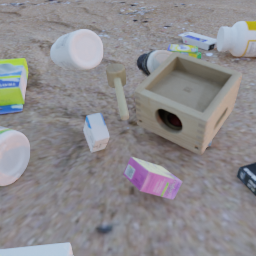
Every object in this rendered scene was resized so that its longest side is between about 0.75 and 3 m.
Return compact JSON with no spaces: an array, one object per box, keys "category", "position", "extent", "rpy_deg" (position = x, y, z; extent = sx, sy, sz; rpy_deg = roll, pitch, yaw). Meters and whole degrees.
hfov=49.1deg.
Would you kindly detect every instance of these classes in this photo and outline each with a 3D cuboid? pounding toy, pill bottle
[{"category":"pounding toy","position":[0.725,-0.581,6.660],"extent":[2.831,1.295,2.488],"rpy_deg":[27,57,27]},{"category":"pill bottle","position":[5.248,-3.740,11.809],"extent":[2.733,1.425,1.425],"rpy_deg":[1,34,0]},{"category":"pill bottle","position":[-1.337,-1.875,6.908],"extent":[0.884,0.884,1.546],"rpy_deg":[-22,20,-29]},{"category":"pill bottle","position":[-3.241,0.412,5.919],"extent":[2.034,1.130,1.130],"rpy_deg":[13,36,19]}]

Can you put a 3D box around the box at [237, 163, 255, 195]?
[{"category":"box","position":[2.985,1.153,5.623],"extent":[0.976,0.265,1.219],"rpy_deg":[-11,36,-16]}]

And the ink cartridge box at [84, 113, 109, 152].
[{"category":"ink cartridge box","position":[-0.744,0.124,6.453],"extent":[0.361,0.858,0.626],"rpy_deg":[-16,74,-18]}]

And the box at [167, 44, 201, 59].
[{"category":"box","position":[2.458,-3.307,12.162],"extent":[1.455,0.352,0.853],"rpy_deg":[8,35,10]}]

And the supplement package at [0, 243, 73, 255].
[{"category":"supplement package","position":[-1.494,2.278,3.372],"extent":[1.632,0.905,1.271],"rpy_deg":[-5,34,-5]}]

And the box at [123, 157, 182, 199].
[{"category":"box","position":[0.448,0.945,5.297],"extent":[0.812,0.392,0.714],"rpy_deg":[20,6,-31]}]

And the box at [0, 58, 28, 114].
[{"category":"box","position":[-4.253,-1.400,9.039],"extent":[1.775,0.694,2.911],"rpy_deg":[-9,34,-11]}]

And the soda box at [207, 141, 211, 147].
[{"category":"soda box","position":[1.588,-0.030,7.193],"extent":[0.427,0.460,1.344],"rpy_deg":[-11,36,-20]}]

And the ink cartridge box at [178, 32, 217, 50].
[{"category":"ink cartridge box","position":[3.388,-4.215,13.501],"extent":[0.919,0.360,1.942],"rpy_deg":[-25,44,-31]}]

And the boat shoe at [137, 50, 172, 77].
[{"category":"boat shoe","position":[1.498,-1.580,8.237],"extent":[2.765,1.022,0.834],"rpy_deg":[7,9,-33]}]
